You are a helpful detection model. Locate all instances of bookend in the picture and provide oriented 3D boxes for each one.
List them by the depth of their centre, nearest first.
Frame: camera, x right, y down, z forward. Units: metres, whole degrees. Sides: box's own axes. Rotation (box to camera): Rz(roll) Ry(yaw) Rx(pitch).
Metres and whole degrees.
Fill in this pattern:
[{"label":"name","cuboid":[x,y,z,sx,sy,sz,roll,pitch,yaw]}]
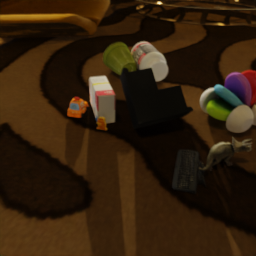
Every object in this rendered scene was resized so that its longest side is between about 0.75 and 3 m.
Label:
[{"label":"bookend","cuboid":[1.030,-1.327,10.850,2.193,1.017,2.207,-14,82,-12]}]

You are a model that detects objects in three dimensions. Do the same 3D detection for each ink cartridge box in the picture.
[{"label":"ink cartridge box","cuboid":[-1.091,-1.191,11.567,0.747,1.300,1.791,-8,36,-14]}]

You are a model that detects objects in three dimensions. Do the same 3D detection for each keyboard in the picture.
[{"label":"keyboard","cuboid":[2.000,1.259,8.941,0.983,0.374,1.889,8,37,11]}]

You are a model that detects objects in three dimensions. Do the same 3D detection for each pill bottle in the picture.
[{"label":"pill bottle","cuboid":[1.127,-3.424,14.627,1.419,1.419,2.564,-10,36,-13]}]

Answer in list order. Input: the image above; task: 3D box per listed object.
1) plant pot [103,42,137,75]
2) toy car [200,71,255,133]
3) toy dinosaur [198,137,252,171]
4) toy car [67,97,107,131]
[{"label":"plant pot","cuboid":[-0.326,-3.446,14.806,1.551,1.551,1.493,-18,52,-24]},{"label":"toy car","cuboid":[4.357,-1.228,11.012,2.692,2.019,2.356,-15,39,-20]},{"label":"toy dinosaur","cuboid":[2.961,0.809,9.040,1.919,0.982,0.739,-11,37,-17]},{"label":"toy car","cuboid":[-1.545,-0.722,11.422,2.184,0.727,1.071,20,40,26]}]
